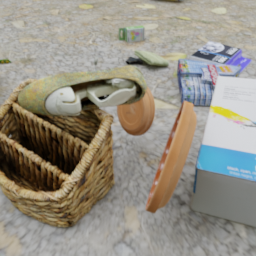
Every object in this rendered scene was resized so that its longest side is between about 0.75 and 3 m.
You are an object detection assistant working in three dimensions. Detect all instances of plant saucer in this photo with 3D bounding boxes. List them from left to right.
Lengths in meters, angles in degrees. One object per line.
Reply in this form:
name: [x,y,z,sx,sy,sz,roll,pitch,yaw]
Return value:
plant saucer: [0.127,-0.473,7.016,0.221,1.367,1.367,-4,34,-38]
plant saucer: [0.828,0.559,5.230,0.346,2.142,2.142,19,42,7]

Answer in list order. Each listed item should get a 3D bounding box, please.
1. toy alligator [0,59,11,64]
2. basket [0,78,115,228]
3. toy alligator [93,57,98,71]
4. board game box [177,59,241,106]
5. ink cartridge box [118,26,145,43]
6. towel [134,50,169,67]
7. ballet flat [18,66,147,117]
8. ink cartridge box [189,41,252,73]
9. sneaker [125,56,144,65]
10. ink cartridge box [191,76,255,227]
toy alligator: [-5.455,-2.882,12.118,0.759,0.182,0.251,-9,39,-12]
basket: [-1.968,0.514,6.318,2.948,2.196,2.104,27,46,28]
toy alligator: [-0.744,-0.959,6.309,0.297,1.236,0.410,11,23,-18]
board game box: [3.037,-1.698,10.226,2.311,0.713,2.312,2,39,3]
ink cartridge box: [0.178,-4.656,13.939,1.256,0.652,0.372,-10,39,-12]
towel: [0.983,-2.995,11.974,1.064,0.262,1.434,-4,35,-33]
ballet flat: [-0.814,-0.636,5.407,2.521,0.891,0.891,-13,41,-13]
ink cartridge box: [4.035,-3.012,12.075,2.113,0.459,2.094,26,45,26]
sneaker: [0.277,-2.800,11.999,0.764,0.286,0.406,23,56,27]
ink cartridge box: [2.586,0.480,6.070,1.883,1.917,2.603,11,54,19]
